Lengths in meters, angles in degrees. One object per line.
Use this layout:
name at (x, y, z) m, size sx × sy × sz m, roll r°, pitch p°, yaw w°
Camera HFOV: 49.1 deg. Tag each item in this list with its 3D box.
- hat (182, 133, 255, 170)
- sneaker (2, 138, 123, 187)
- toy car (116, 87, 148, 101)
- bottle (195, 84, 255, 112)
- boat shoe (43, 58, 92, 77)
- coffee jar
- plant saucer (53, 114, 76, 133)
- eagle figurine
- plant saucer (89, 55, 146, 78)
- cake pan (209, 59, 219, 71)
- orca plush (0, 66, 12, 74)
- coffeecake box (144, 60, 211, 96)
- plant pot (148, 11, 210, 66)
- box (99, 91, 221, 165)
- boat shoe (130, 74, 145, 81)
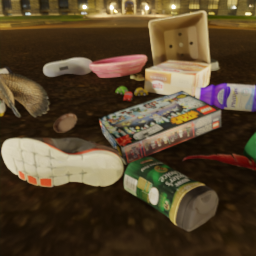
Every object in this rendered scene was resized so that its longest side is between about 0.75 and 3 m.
hat at (2.944, 0.843, 6.505) m, size 1.779 × 1.891 × 2.148 m, roll -20°, pitch 67°, yaw -45°
sneaker at (-1.374, 0.656, 6.135) m, size 2.568 × 0.990 × 1.052 m, roll 10°, pitch 19°, yaw -1°
toy car at (-0.014, -1.497, 11.585) m, size 1.276 × 0.303 × 1.356 m, roll 21°, pitch 31°, yaw 39°
bottle at (3.506, -1.108, 9.887) m, size 2.193 × 0.916 × 0.716 m, roll 8°, pitch 10°, yaw 17°
boat shoe at (-3.194, -3.239, 14.917) m, size 2.616 × 0.915 × 0.867 m, roll -14°, pitch 28°, yaw -13°
coffee jar at (0.739, 1.151, 5.097) m, size 0.864 × 0.707 × 1.656 m, roll -8°, pitch 24°, yaw -43°
plant saucer at (-1.864, -0.116, 8.391) m, size 0.752 × 0.130 × 0.752 m, roll -13°, pitch 45°, yaw 14°
eagle figurine at (-4.013, -1.188, 9.090) m, size 2.471 × 1.865 × 1.875 m, roll 9°, pitch 55°, yaw 17°
plant saucer at (-0.487, -3.143, 14.360) m, size 2.930 × 0.743 × 2.930 m, roll -7°, pitch 20°, yaw 2°
cake pan at (4.291, -3.811, 16.654) m, size 2.230 × 0.409 × 2.230 m, roll 0°, pitch 24°, yaw 0°
orca plush at (-6.392, -2.311, 12.150) m, size 0.877 × 1.298 × 2.467 m, roll -21°, pitch 11°, yaw 40°
coffeecake box at (2.229, -2.216, 12.301) m, size 2.070 × 0.985 × 2.697 m, roll 13°, pitch 26°, yaw 26°
plant pot at (2.768, -4.415, 14.973) m, size 2.779 × 2.775 × 2.460 m, roll -5°, pitch 15°, yaw 13°
box at (0.783, -0.145, 7.541) m, size 2.744 × 0.547 × 1.879 m, roll -20°, pitch 30°, yaw -15°
boat shoe at (0.447, -2.551, 13.980) m, size 0.893 × 0.280 × 0.327 m, roll 20°, pitch 31°, yaw 37°
